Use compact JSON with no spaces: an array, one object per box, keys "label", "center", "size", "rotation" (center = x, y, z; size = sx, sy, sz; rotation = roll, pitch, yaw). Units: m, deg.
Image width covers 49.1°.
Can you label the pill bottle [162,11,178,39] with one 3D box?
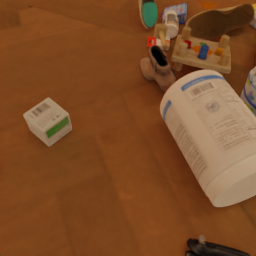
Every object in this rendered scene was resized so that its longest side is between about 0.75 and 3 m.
[{"label":"pill bottle","center":[1.600,-3.948,10.638],"size":[0.612,0.612,1.051],"rotation":[6,54,4]}]

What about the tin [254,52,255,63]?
[{"label":"tin","center":[5.076,-2.640,9.610],"size":[1.223,0.457,2.184],"rotation":[17,46,24]}]

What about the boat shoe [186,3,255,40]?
[{"label":"boat shoe","center":[3.335,-3.948,10.560],"size":[2.831,1.009,0.913],"rotation":[-17,18,-14]}]

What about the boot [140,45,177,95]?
[{"label":"boot","center":[0.853,-1.967,8.653],"size":[0.696,1.449,1.982],"rotation":[-30,58,-6]}]

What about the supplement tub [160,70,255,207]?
[{"label":"supplement tub","center":[2.160,0.181,6.809],"size":[1.916,1.916,2.904],"rotation":[-16,56,-11]}]

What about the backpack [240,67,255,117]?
[{"label":"backpack","center":[4.502,-0.729,7.648],"size":[2.228,2.099,2.731],"rotation":[-33,44,-22]}]

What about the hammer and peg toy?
[{"label":"hammer and peg toy","center":[2.016,-2.507,9.152],"size":[2.603,0.918,1.915],"rotation":[14,42,5]}]

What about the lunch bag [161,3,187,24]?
[{"label":"lunch bag","center":[1.822,-4.602,11.285],"size":[1.003,0.472,0.755],"rotation":[5,56,15]}]

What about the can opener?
[{"label":"can opener","center":[1.930,2.660,5.993],"size":[1.394,0.548,0.442],"rotation":[8,15,2]}]

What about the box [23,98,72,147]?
[{"label":"box","center":[-2.203,-0.162,7.775],"size":[0.889,0.762,0.885],"rotation":[38,62,22]}]

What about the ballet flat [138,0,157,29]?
[{"label":"ballet flat","center":[0.716,-4.829,10.874],"size":[0.682,0.630,2.021],"rotation":[-7,96,-12]}]

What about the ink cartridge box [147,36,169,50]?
[{"label":"ink cartridge box","center":[1.122,-3.185,10.285],"size":[0.792,0.198,0.642],"rotation":[10,53,-6]}]

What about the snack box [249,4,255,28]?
[{"label":"snack box","center":[5.284,-4.377,11.111],"size":[1.009,0.376,1.419],"rotation":[-22,57,-15]}]
